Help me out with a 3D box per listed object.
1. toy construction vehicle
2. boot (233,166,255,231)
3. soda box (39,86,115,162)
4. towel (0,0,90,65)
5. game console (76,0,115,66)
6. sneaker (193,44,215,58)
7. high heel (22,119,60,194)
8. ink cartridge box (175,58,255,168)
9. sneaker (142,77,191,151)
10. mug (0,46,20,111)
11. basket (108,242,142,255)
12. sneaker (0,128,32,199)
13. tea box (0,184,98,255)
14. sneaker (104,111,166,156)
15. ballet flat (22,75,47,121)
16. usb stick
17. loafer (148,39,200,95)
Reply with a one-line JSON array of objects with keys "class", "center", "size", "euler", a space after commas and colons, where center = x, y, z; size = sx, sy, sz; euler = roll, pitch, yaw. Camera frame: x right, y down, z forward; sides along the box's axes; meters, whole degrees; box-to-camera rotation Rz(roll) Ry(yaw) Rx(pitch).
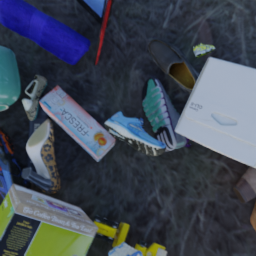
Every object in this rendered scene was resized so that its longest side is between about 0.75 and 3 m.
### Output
[{"class": "toy construction vehicle", "center": [-0.221, 4.136, 8.708], "size": [2.491, 0.877, 2.169], "euler": [19, 71, 0]}, {"class": "boot", "center": [4.809, 2.344, 8.803], "size": [2.152, 1.034, 2.944], "euler": [-27, 85, -7]}, {"class": "soda box", "center": [-1.648, -0.120, 9.139], "size": [2.638, 0.902, 0.839], "euler": [43, 74, 6]}, {"class": "towel", "center": [-2.602, -2.913, 8.655], "size": [2.750, 2.031, 0.681], "euler": [27, 85, -17]}, {"class": "game console", "center": [-1.258, -3.556, 8.684], "size": [2.255, 2.617, 1.553], "euler": [43, 79, -4]}, {"class": "sneaker", "center": [2.605, -2.709, 9.574], "size": [1.031, 0.389, 0.394], "euler": [-26, 86, -41]}, {"class": "high heel", "center": [-2.566, 0.958, 9.150], "size": [0.792, 1.581, 2.218], "euler": [-7, 55, 23]}, {"class": "ink cartridge box", "center": [3.046, -0.208, 7.536], "size": [2.114, 2.910, 2.104], "euler": [26, 95, 33]}, {"class": "sneaker", "center": [1.276, -0.476, 9.422], "size": [1.136, 0.966, 2.596], "euler": [-1, 70, -35]}, {"class": "mug", "center": [-4.760, -1.313, 8.747], "size": [2.740, 2.251, 1.694], "euler": [-13, 87, 20]}, {"class": "basket", "center": [0.073, 4.059, 7.877], "size": [0.952, 1.369, 1.207], "euler": [-24, 123, -39]}, {"class": "sneaker", "center": [-4.093, 1.395, 9.003], "size": [1.172, 1.125, 2.988], "euler": [-30, 76, 7]}, {"class": "tea box", "center": [-2.584, 3.231, 7.872], "size": [2.410, 1.610, 2.371], "euler": [31, 82, -28]}, {"class": "sneaker", "center": [0.293, 0.083, 8.307], "size": [1.995, 0.782, 0.897], "euler": [30, 69, 17]}, {"class": "ballet flat", "center": [-3.218, -1.047, 9.387], "size": [0.532, 0.591, 1.568], "euler": [6, 76, 41]}, {"class": "usb stick", "center": [-3.037, 0.255, 9.614], "size": [0.783, 0.460, 2.823], "euler": [0, 82, -1]}, {"class": "loafer", "center": [1.559, -2.097, 9.298], "size": [2.519, 0.911, 0.917], "euler": [45, 109, 12]}]
